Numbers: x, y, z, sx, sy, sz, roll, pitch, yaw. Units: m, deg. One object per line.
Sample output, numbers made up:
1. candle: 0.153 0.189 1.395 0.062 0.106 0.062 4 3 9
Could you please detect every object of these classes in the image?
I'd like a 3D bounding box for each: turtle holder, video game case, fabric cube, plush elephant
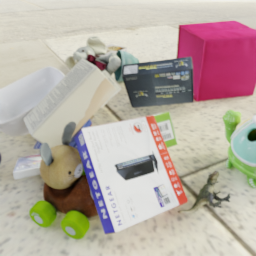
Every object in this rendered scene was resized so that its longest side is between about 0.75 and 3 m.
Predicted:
1. turtle holder: 3.984 0.430 8.420 1.862 1.740 2.450 1 33 3
2. video game case: -2.174 0.933 8.265 2.154 0.247 1.962 -11 8 -16
3. fabric cube: 4.070 -3.180 13.049 2.886 2.840 2.895 -8 34 -10
4. plush elephant: -1.757 -3.007 13.163 2.162 2.300 2.793 40 15 -10

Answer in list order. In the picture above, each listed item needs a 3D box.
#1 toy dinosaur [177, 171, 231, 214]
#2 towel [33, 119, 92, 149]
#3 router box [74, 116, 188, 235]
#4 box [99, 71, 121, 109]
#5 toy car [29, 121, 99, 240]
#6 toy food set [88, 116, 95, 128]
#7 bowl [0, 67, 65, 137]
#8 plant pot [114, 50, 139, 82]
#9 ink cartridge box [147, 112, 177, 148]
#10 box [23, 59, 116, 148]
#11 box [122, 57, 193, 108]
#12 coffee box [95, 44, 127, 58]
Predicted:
1. toy dinosaur: 2.173 1.845 7.451 0.837 0.451 1.899 9 31 41
2. towel: -2.202 0.232 9.402 1.865 0.222 1.350 -1 46 35
3. router box: 0.091 1.049 6.947 2.193 0.597 2.443 -12 74 -33
4. box: -1.073 -1.382 10.768 1.089 0.891 2.293 -44 9 -4
5. toy car: -1.408 1.072 6.816 1.832 2.323 1.908 9 34 22
6. toy food set: -1.992 -0.220 10.483 1.348 0.749 2.292 -41 39 -8
7. bowl: -3.536 -0.927 10.342 2.947 1.102 2.952 -32 39 -15
8. plant pot: -0.043 -3.111 14.242 1.041 1.554 1.554 0 31 -18
9. ink cartridge box: -0.030 0.329 9.382 2.099 1.076 2.840 -15 2 -22
10. box: -1.820 -0.715 8.669 2.721 1.058 1.292 -46 39 -1
11. box: 1.228 -1.704 11.034 2.615 2.062 0.667 -3 59 11
12. coffee box: -1.180 -4.073 16.196 1.242 0.877 2.198 21 38 29
